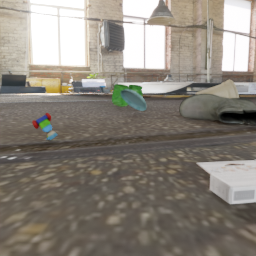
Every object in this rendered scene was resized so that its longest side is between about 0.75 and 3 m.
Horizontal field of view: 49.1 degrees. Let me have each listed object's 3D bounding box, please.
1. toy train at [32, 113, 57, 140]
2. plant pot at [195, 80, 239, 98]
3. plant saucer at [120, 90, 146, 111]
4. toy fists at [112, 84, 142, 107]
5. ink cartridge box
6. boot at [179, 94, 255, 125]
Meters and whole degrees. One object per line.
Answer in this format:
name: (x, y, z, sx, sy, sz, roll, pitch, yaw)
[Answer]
toy train: (-1.713, 0.023, 5.875, 0.366, 0.501, 0.866, -33, 4, -17)
plant pot: (3.132, -0.937, 10.076, 1.254, 1.370, 1.370, -12, 8, 4)
plant saucer: (0.251, -1.187, 11.632, 1.279, 0.175, 1.279, 32, -17, 11)
toy fists: (0.010, -1.777, 15.661, 0.787, 1.167, 2.288, 25, 22, 34)
ink cartridge box: (1.311, 0.566, 3.086, 0.878, 0.196, 0.774, -1, 9, -11)
boot: (2.834, -0.559, 8.758, 2.515, 0.852, 1.643, 1, 14, 14)
